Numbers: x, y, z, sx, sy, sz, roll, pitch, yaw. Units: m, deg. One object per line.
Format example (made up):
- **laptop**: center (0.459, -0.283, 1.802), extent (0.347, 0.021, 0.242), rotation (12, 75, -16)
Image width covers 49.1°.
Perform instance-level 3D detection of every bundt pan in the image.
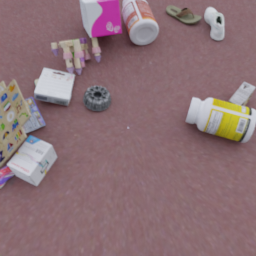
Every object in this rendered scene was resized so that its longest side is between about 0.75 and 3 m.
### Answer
- **bundt pan**: center (-1.137, -1.150, 10.332), extent (1.076, 0.404, 1.076), rotation (4, 55, -6)

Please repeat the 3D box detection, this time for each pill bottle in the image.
- **pill bottle**: center (3.075, -0.327, 9.434), extent (2.086, 1.173, 1.173), rotation (17, 59, 10)
- **pill bottle**: center (0.447, -4.812, 12.268), extent (1.265, 1.265, 2.255), rotation (-10, 58, -7)

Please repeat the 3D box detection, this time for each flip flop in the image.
- **flip flop**: center (2.569, -5.368, 13.066), extent (1.787, 0.514, 0.725), rotation (35, 64, 20)

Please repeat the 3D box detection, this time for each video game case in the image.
- **video game case**: center (-3.555, -0.382, 9.713), extent (0.982, 0.246, 1.083), rotation (-25, 94, -14)

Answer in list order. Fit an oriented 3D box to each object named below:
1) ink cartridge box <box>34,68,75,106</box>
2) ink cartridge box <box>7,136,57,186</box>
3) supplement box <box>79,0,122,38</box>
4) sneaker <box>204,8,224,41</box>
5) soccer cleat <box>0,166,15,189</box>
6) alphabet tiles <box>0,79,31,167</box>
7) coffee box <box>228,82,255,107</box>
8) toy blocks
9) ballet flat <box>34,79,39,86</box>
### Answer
- **ink cartridge box**: center (-2.763, -1.570, 10.617), extent (1.268, 0.392, 1.563), rotation (11, 43, -10)
- **ink cartridge box**: center (-2.962, 1.033, 8.745), extent (0.850, 0.846, 1.158), rotation (23, 60, 14)
- **supplement box**: center (-1.190, -4.684, 11.544), extent (1.309, 1.337, 2.586), rotation (-11, 29, -8)
- **sneaker**: center (3.970, -4.878, 12.593), extent (0.713, 0.812, 2.027), rotation (-5, 56, -1)
- **soccer cleat**: center (-3.837, 1.414, 8.754), extent (0.394, 0.423, 1.155), rotation (30, 62, 18)
- **alphabet tiles**: center (-3.981, -0.208, 8.811), extent (2.206, 0.084, 2.651), rotation (-45, 57, 15)
- **coffee box**: center (4.036, -1.004, 10.153), extent (0.474, 0.680, 1.189), rotation (34, 64, 24)
- **toy blocks**: center (-2.074, -2.788, 11.159), extent (1.646, 1.386, 1.538), rotation (3, 23, 29)
- **ballet flat**: center (-3.363, -1.508, 10.689), extent (0.327, 0.327, 0.943), rotation (-17, 59, -11)
